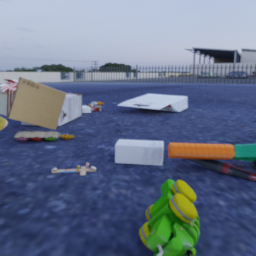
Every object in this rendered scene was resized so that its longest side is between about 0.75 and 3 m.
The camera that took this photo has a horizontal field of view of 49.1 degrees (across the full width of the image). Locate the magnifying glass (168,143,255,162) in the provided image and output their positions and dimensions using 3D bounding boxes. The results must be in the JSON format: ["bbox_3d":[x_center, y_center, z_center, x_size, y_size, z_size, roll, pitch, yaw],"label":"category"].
[{"bbox_3d":[2.203,0.443,5.126,2.898,0.325,1.154,0,-14,2],"label":"magnifying glass"}]

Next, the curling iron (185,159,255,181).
[{"bbox_3d":[1.803,0.676,5.131,1.796,0.230,0.445,5,48,41],"label":"curling iron"}]

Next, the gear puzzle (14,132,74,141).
[{"bbox_3d":[-2.244,0.256,7.612,1.524,0.200,0.789,0,9,-13],"label":"gear puzzle"}]

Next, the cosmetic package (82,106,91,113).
[{"bbox_3d":[-2.040,-0.865,13.041,0.405,0.248,0.980,-4,12,-20],"label":"cosmetic package"}]

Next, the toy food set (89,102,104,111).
[{"bbox_3d":[-1.487,-1.007,13.268,0.411,0.436,0.913,3,8,17],"label":"toy food set"}]

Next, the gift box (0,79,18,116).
[{"bbox_3d":[-3.350,-0.892,8.536,1.013,1.025,1.098,13,23,-4],"label":"gift box"}]

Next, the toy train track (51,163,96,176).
[{"bbox_3d":[-1.004,0.747,5.178,0.804,0.131,0.461,-2,11,-7],"label":"toy train track"}]

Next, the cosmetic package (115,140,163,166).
[{"bbox_3d":[0.235,0.489,5.753,0.957,0.406,0.515,1,12,10],"label":"cosmetic package"}]

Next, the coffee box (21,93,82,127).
[{"bbox_3d":[-2.772,-0.754,10.529,1.402,0.977,2.452,3,11,8],"label":"coffee box"}]

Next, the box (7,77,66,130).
[{"bbox_3d":[-2.468,-0.630,7.699,1.388,1.134,0.148,18,-2,-43],"label":"box"}]

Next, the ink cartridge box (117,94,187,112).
[{"bbox_3d":[1.222,-1.001,13.206,2.289,0.708,2.823,9,23,34],"label":"ink cartridge box"}]

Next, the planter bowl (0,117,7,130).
[{"bbox_3d":[-2.873,0.600,3.095,2.931,1.221,2.931,0,12,0],"label":"planter bowl"}]

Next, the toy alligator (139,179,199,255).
[{"bbox_3d":[0.468,1.048,2.761,0.526,0.575,1.938,42,16,2],"label":"toy alligator"}]
